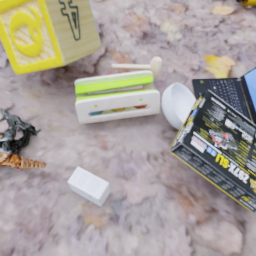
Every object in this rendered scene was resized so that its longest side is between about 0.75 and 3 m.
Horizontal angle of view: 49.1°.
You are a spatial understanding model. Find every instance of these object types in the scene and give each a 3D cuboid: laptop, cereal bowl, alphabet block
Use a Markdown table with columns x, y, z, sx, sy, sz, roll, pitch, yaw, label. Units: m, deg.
| x | y | z | sx | sy | sz | roll | pitch | yaw | label |
| --- | --- | --- | --- | --- | --- | --- | --- | --- | --- |
| 3.630 | -1.062 | 8.899 | 2.666 | 1.377 | 2.363 | -2 | 60 | -1 | laptop |
| 1.579 | -0.579 | 8.793 | 1.563 | 0.651 | 1.563 | 23 | 53 | -36 | cereal bowl |
| -2.478 | -3.122 | 8.829 | 2.180 | 2.192 | 2.232 | -5 | 24 | 31 | alphabet block |

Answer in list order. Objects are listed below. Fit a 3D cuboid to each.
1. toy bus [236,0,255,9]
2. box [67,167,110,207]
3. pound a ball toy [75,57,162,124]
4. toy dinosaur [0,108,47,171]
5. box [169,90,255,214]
| x | y | z | sx | sy | sz | roll | pitch | yaw | label |
| --- | --- | --- | --- | --- | --- | --- | --- | --- | --- |
| 5.125 | -5.498 | 11.702 | 1.667 | 0.913 | 1.766 | -15 | 23 | -41 | toy bus |
| -1.052 | 1.626 | 7.711 | 0.995 | 0.758 | 0.529 | 25 | 63 | 14 | box |
| -0.185 | -1.147 | 9.114 | 2.950 | 1.253 | 1.923 | -8 | 46 | -4 | pound a ball toy |
| -3.547 | 0.542 | 8.315 | 2.607 | 1.331 | 1.769 | 28 | 77 | -6 | toy dinosaur |
| 2.703 | 0.555 | 7.518 | 2.739 | 0.676 | 2.187 | 36 | 56 | -3 | box |
